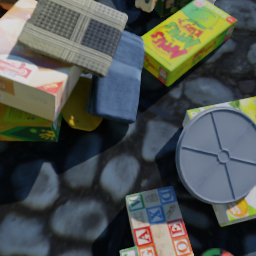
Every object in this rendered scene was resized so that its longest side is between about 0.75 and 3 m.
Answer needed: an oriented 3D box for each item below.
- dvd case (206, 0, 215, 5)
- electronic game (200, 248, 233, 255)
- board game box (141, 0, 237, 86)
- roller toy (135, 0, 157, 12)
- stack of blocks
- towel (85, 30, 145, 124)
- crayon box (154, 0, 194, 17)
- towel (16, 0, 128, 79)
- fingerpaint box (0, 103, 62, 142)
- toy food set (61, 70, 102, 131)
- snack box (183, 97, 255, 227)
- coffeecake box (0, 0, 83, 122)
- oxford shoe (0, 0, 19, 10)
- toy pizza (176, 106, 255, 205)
[{"bbox_3d":[2.710,-4.523,9.719,0.636,0.078,0.892,25,65,14],"label":"dvd case"},{"bbox_3d":[1.853,2.952,5.725,0.919,0.191,0.919,0,62,0],"label":"electronic game"},{"bbox_3d":[1.693,-2.653,8.384,2.882,0.686,1.464,-39,69,-18],"label":"board game box"},{"bbox_3d":[0.604,-3.970,8.578,0.570,0.816,0.744,24,68,4],"label":"roller toy"},{"bbox_3d":[0.540,2.542,5.646,1.378,0.701,2.394,-11,63,-5],"label":"stack of blocks"},{"bbox_3d":[-0.275,-1.350,7.254,1.347,0.586,2.414,14,77,-31],"label":"towel"},{"bbox_3d":[1.266,-5.239,9.689,1.814,0.726,2.858,-23,64,-9],"label":"crayon box"},{"bbox_3d":[-1.196,-2.221,6.357,2.043,0.353,1.967,21,65,-10],"label":"towel"},{"bbox_3d":[-2.601,-0.717,7.276,1.755,0.772,2.104,1,58,0],"label":"fingerpaint box"},{"bbox_3d":[-1.243,-0.717,7.486,1.111,0.617,1.888,14,61,-20],"label":"toy food set"},{"bbox_3d":[2.630,0.696,6.610,1.915,0.713,2.692,-12,63,-6],"label":"snack box"},{"bbox_3d":[-2.154,-1.725,6.669,2.059,0.980,2.682,20,53,-2],"label":"coffeecake box"},{"bbox_3d":[-4.600,-4.652,9.288,2.608,0.951,0.930,9,63,5],"label":"oxford shoe"},{"bbox_3d":[1.891,0.560,5.756,2.004,0.318,2.004,0,91,-12],"label":"toy pizza"}]
